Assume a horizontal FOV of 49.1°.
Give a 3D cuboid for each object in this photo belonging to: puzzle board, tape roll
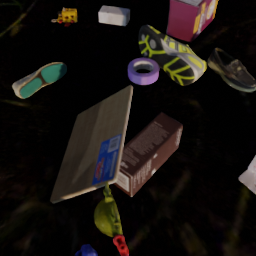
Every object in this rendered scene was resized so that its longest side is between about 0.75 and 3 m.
[{"bbox_3d":[-0.756,0.339,6.407,1.953,0.225,2.591,-24,40,34],"label":"puzzle board"},{"bbox_3d":[0.479,-1.793,8.850,0.963,0.316,0.963,0,50,0],"label":"tape roll"}]

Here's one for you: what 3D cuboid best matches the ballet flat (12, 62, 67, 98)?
[{"bbox_3d":[-2.696,-1.531,8.500,0.610,0.610,1.755,37,59,27],"label":"ballet flat"}]

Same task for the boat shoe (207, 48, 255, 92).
[{"bbox_3d":[3.220,-1.832,8.680,0.671,0.617,1.879,-25,54,-20],"label":"boat shoe"}]

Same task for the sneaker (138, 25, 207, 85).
[{"bbox_3d":[1.355,-2.401,9.047,1.021,1.007,2.671,-28,65,-30],"label":"sneaker"}]

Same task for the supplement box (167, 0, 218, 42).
[{"bbox_3d":[2.427,-4.390,10.342,1.096,1.391,2.124,27,56,21],"label":"supplement box"}]

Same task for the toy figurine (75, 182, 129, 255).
[{"bbox_3d":[-0.672,2.377,4.714,1.519,1.337,2.535,-18,55,-6],"label":"toy figurine"}]

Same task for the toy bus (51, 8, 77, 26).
[{"bbox_3d":[-2.441,-4.431,10.975,0.877,0.480,0.930,35,58,26],"label":"toy bus"}]

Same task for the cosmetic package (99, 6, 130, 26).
[{"bbox_3d":[-0.530,-4.387,10.953,1.112,0.451,0.627,9,49,9],"label":"cosmetic package"}]

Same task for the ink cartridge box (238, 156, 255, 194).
[{"bbox_3d":[3.641,0.835,6.391,1.983,0.673,1.150,-32,57,-24],"label":"ink cartridge box"}]

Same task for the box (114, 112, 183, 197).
[{"bbox_3d":[0.436,0.586,6.446,0.692,0.925,1.847,32,58,24],"label":"box"}]
